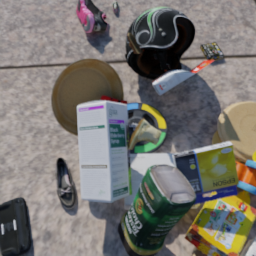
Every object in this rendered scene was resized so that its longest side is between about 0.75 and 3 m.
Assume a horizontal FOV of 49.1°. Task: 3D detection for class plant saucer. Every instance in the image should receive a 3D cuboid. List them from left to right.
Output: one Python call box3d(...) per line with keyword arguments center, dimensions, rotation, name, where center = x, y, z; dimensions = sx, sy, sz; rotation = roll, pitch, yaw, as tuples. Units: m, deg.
box3d(center=(-1.367, -1.009, 9.430), dimensions=(2.632, 2.632, 0.466), rotation=(-35, 31, -20), name="plant saucer")

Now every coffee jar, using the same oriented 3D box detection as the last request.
box3d(center=(0.648, 2.342, 7.560), dimensions=(1.132, 2.654, 1.384), rotation=(2, 37, -30), name="coffee jar")

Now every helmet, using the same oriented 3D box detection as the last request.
box3d(center=(1.280, -3.548, 11.438), dimensions=(2.727, 2.727, 2.600), rotation=(12, 64, 8), name="helmet")

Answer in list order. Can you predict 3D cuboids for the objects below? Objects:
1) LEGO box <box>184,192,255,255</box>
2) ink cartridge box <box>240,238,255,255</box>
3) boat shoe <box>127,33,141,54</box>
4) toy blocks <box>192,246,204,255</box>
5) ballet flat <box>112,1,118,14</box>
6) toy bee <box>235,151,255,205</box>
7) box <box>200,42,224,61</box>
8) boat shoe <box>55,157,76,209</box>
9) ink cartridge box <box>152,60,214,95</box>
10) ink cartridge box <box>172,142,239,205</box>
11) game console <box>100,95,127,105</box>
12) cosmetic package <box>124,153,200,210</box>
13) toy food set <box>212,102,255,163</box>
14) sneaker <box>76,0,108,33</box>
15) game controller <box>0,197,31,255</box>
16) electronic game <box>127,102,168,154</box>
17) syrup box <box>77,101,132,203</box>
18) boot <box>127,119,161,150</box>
box3d(center=(2.760, 2.849, 8.263), dimensions=(1.381, 0.716, 1.855), rotation=(33, 53, 19), name="LEGO box")
box3d(center=(3.541, 4.199, 7.527), dimensions=(1.403, 0.810, 1.921), rotation=(36, 64, 20), name="ink cartridge box")
box3d(center=(0.142, -2.730, 9.144), dimensions=(0.258, 0.763, 0.275), rotation=(-6, 44, 35), name="boat shoe")
box3d(center=(2.272, 3.756, 8.127), dimensions=(0.770, 0.280, 0.642), rotation=(20, 61, 8), name="toy blocks")
box3d(center=(-0.659, -6.325, 14.500), dimensions=(0.329, 0.339, 0.952), rotation=(-2, 57, -2), name="ballet flat")
box3d(center=(3.746, 1.390, 9.024), dimensions=(1.909, 1.585, 2.917), rotation=(-45, 99, -6), name="toy bee")
box3d(center=(3.812, -3.480, 12.759), dimensions=(0.753, 0.233, 0.943), rotation=(-13, 58, -10), name="box")
box3d(center=(-2.132, 1.784, 9.247), dimensions=(0.585, 0.499, 1.750), rotation=(-14, 59, -9), name="boat shoe")
box3d(center=(1.902, -2.034, 10.304), dimensions=(2.177, 1.765, 0.546), rotation=(-35, 98, 10), name="ink cartridge box")
box3d(center=(2.206, 1.370, 7.845), dimensions=(1.637, 0.389, 1.656), rotation=(-14, 99, 2), name="ink cartridge box")
box3d(center=(-0.619, -0.506, 9.817), dimensions=(0.986, 0.679, 1.145), rotation=(16, 100, -8), name="game console")
box3d(center=(1.032, 1.735, 9.214), dimensions=(2.346, 0.606, 1.769), rotation=(-1, 59, 0), name="cosmetic package")
box3d(center=(4.587, 0.246, 10.119), dimensions=(2.771, 0.681, 2.799), rotation=(19, 60, 12), name="toy food set")
box3d(center=(-1.751, -5.635, 13.828), dimensions=(1.294, 1.072, 2.713), rotation=(-4, 57, -26), name="sneaker")
box3d(center=(-3.525, 3.031, 8.607), dimensions=(0.921, 0.372, 1.765), rotation=(-23, 59, 3), name="game controller")
box3d(center=(0.303, 0.000, 10.387), dimensions=(2.326, 0.484, 2.326), rotation=(0, 58, 0), name="electronic game")
box3d(center=(-0.700, 0.673, 8.405), dimensions=(1.156, 1.118, 2.840), rotation=(-4, 87, 31), name="syrup box")
box3d(center=(0.510, 0.355, 8.495), dimensions=(0.806, 0.377, 1.036), rotation=(34, 69, -12), name="boot")
